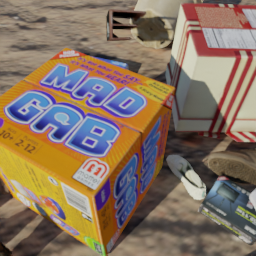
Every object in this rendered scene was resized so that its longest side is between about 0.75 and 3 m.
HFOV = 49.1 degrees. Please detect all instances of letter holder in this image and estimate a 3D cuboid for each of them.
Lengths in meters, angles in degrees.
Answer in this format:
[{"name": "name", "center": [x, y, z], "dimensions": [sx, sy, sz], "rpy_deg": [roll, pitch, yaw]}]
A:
[{"name": "letter holder", "center": [-0.068, -2.979, 8.263], "dimensions": [1.081, 0.765, 1.521], "rpy_deg": [-2, 16, -7]}]

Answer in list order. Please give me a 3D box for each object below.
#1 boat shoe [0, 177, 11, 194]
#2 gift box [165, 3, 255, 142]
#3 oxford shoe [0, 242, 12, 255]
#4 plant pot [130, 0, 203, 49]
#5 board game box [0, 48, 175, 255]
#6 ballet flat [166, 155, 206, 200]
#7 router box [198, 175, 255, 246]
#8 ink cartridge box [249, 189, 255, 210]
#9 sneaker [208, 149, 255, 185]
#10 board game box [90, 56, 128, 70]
[{"name": "boat shoe", "center": [-2.605, 0.777, 6.829], "dimensions": [0.674, 0.673, 1.863], "rpy_deg": [19, 61, 10]}, {"name": "gift box", "center": [2.576, -1.293, 7.203], "dimensions": [2.899, 2.707, 2.675], "rpy_deg": [5, 49, -1]}, {"name": "oxford shoe", "center": [-2.382, 2.257, 5.132], "dimensions": [0.516, 1.222, 0.444], "rpy_deg": [-1, 24, -4]}, {"name": "plant pot", "center": [1.218, -4.228, 10.250], "dimensions": [2.441, 2.441, 2.234], "rpy_deg": [19, 63, 16]}, {"name": "board game box", "center": [-0.889, 0.429, 5.763], "dimensions": [2.592, 2.594, 2.592], "rpy_deg": [24, 53, 20]}, {"name": "ballet flat", "center": [1.418, 1.059, 6.659], "dimensions": [0.492, 0.492, 1.372], "rpy_deg": [-22, 52, -18]}, {"name": "router box", "center": [2.317, 1.747, 6.090], "dimensions": [1.260, 0.391, 0.944], "rpy_deg": [30, 55, 23]}, {"name": "ink cartridge box", "center": [2.447, 0.396, 2.807], "dimensions": [2.388, 2.967, 0.743], "rpy_deg": [-46, 76, 10]}, {"name": "sneaker", "center": [2.917, 0.847, 6.586], "dimensions": [2.071, 0.729, 0.782], "rpy_deg": [14, 42, 7]}, {"name": "board game box", "center": [-1.106, -1.607, 9.030], "dimensions": [1.757, 0.362, 1.753], "rpy_deg": [14, 50, 12]}]
